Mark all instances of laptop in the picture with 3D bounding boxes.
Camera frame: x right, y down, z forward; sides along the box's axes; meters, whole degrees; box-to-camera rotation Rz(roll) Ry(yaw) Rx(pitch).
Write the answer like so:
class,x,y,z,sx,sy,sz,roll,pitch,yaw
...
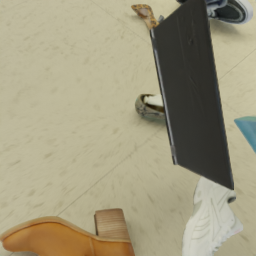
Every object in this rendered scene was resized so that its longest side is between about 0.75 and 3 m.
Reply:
class,x,y,z,sx,sy,sz,roll,pitch,yaw
laptop,1.269,-0.587,4.423,2.439,1.413,2.283,-18,101,-47

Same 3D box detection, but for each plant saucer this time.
class,x,y,z,sx,sy,sz,roll,pitch,yaw
plant saucer,2.690,0.253,3.865,0.266,2.801,0.979,-42,106,-12

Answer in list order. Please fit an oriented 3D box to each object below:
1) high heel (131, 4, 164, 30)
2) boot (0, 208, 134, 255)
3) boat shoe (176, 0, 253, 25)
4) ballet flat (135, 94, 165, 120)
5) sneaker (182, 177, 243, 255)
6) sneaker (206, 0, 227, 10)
class,x,y,z,sx,sy,sz,roll,pitch,yaw
high heel,0.547,-3.783,9.604,1.263,0.451,0.900,26,57,4
boot,-1.204,2.878,5.625,2.719,1.043,2.111,-4,64,-10
boat shoe,2.811,-4.166,9.505,2.734,1.009,0.934,40,64,20
ballet flat,1.275,-0.524,7.533,2.225,0.838,0.755,10,68,5
sneaker,1.487,1.764,4.866,0.927,0.727,1.865,11,60,21
sneaker,1.794,-2.917,5.065,1.822,0.639,0.988,-34,82,29
